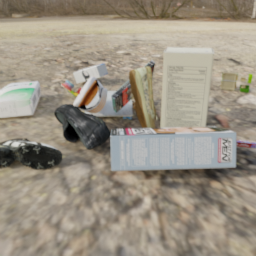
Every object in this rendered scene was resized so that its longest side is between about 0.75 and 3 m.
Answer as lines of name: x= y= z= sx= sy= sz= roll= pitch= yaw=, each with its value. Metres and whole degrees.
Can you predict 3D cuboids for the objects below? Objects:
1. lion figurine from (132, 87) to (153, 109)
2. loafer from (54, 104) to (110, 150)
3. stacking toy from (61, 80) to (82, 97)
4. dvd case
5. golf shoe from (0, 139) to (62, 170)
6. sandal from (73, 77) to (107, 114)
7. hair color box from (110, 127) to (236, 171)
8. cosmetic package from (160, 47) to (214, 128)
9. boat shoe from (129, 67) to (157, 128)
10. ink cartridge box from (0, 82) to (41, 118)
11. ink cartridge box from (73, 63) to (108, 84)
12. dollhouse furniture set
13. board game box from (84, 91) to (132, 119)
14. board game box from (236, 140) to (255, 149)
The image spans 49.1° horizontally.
lion figurine: x=0.551 y=-1.124 z=10.402 sx=0.397 sy=0.671 sz=1.096 roll=42 pitch=40 yaw=3
loafer: x=-1.523 y=-0.054 z=7.927 sx=0.892 sy=0.863 sz=2.541 roll=-41 pitch=38 yaw=-22
stacking toy: x=-2.209 y=-1.598 z=11.186 sx=0.381 sy=0.903 sz=0.817 roll=-54 pitch=31 yaw=-6
dvd case: x=0.162 y=-1.277 z=8.893 sx=1.715 sy=1.252 sz=0.189 roll=-42 pitch=78 yaw=-10
golf shoe: x=-2.480 y=0.534 z=6.901 sx=1.857 sy=0.722 sz=0.878 roll=3 pitch=26 yaw=3
sandal: x=-0.971 y=-0.897 z=8.377 sx=0.720 sy=0.963 sz=2.514 roll=33 pitch=3 yaw=-3
hair color box: x=0.942 y=0.439 z=6.525 sx=2.674 sy=0.811 sz=1.324 roll=-1 pitch=6 yaw=-2
cosmetic package: x=1.608 y=-0.931 z=7.848 sx=1.312 sy=2.495 sz=0.887 roll=6 pitch=25 yaw=11
boat shoe: x=0.549 y=-0.721 z=7.989 sx=0.625 sy=1.995 sz=0.731 roll=-19 pitch=23 yaw=-14
ink cartridge box: x=-4.732 y=-1.001 z=10.090 sx=2.828 sy=0.708 sz=2.275 roll=-4 pitch=25 yaw=-9
ink cartridge box: x=-1.725 y=-2.515 z=12.928 sx=1.282 sy=0.537 sz=0.930 roll=-10 pitch=18 yaw=24
dollhouse furniture set: x=4.674 y=-2.039 z=12.152 sx=1.220 sy=0.799 sz=0.612 roll=9 pitch=28 yaw=18
board game box: x=-0.674 y=-0.820 z=9.937 sx=1.604 sy=0.208 sz=1.604 roll=0 pitch=38 yaw=-2
board game box: x=3.064 y=0.410 z=6.955 sx=0.643 sy=0.121 sz=1.249 roll=0 pitch=3 yaw=-37
